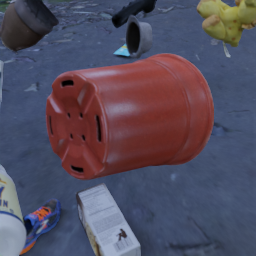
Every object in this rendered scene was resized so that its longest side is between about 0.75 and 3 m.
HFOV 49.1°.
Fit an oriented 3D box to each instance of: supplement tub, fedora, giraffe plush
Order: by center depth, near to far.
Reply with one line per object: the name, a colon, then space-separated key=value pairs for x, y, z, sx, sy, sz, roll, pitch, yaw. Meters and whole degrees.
supplement tub: x=-1.712 y=0.982 z=3.258 sx=0.838 sy=0.838 sz=1.156 roll=-17 pitch=38 yaw=-22
fedora: x=0.285 y=-2.092 z=6.479 sx=0.436 sy=0.966 sz=0.855 roll=-13 pitch=44 yaw=-23
giraffe plush: x=2.617 y=-2.697 z=6.693 sx=1.333 sy=1.253 sz=1.545 roll=-22 pitch=84 yaw=-43

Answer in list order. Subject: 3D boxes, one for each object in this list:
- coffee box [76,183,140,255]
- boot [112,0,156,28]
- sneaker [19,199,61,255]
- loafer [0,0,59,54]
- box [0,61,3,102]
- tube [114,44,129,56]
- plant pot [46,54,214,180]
coffee box: x=-0.430 y=2.002 z=5.465 sx=0.648 sy=0.918 sz=1.624 roll=-17 pitch=39 yaw=-22
boot: x=0.207 y=-4.348 z=10.554 sx=1.852 sy=1.527 sz=0.608 roll=-43 pitch=91 yaw=-9
sneaker: x=-1.904 y=1.966 z=5.833 sx=0.512 sy=0.533 sz=1.359 roll=18 pitch=40 yaw=21
loafer: x=-2.308 y=-2.406 z=6.231 sx=1.026 sy=1.055 sz=2.890 roll=-38 pitch=25 yaw=8
box: x=-3.838 y=-1.009 z=6.778 sx=0.674 sy=1.307 sz=2.241 roll=-34 pitch=49 yaw=24
tube: x=0.176 y=-4.082 z=14.056 sx=0.820 sy=0.534 sz=2.117 roll=12 pitch=42 yaw=29
plant pot: x=-0.056 y=-0.145 z=4.269 sx=1.899 sy=1.953 sz=1.953 roll=-13 pitch=36 yaw=-43
